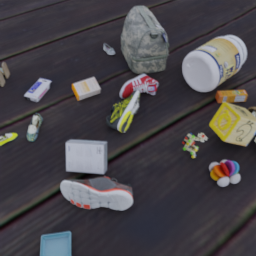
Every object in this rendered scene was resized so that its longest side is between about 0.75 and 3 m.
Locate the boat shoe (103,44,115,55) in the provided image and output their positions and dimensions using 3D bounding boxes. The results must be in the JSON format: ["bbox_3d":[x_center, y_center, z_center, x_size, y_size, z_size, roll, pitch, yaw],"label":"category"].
[{"bbox_3d":[-0.890,-3.629,12.965,0.298,0.259,0.808,-26,51,-22],"label":"boat shoe"}]

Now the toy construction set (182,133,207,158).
[{"bbox_3d":[2.025,0.488,8.704,0.612,0.934,0.430,42,47,17],"label":"toy construction set"}]

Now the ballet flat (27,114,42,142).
[{"bbox_3d":[-3.251,-0.055,9.625,0.415,0.415,1.119,0,48,0],"label":"ballet flat"}]

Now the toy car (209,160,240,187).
[{"bbox_3d":[2.871,1.240,8.227,0.870,0.652,0.761,-10,47,-16],"label":"toy car"}]

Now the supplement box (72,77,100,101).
[{"bbox_3d":[-1.629,-1.515,10.870,0.951,0.350,0.599,-22,71,-19],"label":"supplement box"}]

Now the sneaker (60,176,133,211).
[{"bbox_3d":[-0.849,1.748,7.869,2.046,0.788,0.838,11,29,4],"label":"sneaker"}]

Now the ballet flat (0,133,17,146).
[{"bbox_3d":[-4.085,0.353,9.316,0.783,0.263,0.262,-33,47,-27],"label":"ballet flat"}]

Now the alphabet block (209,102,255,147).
[{"bbox_3d":[3.411,-0.114,8.960,1.003,0.979,0.984,11,29,-27],"label":"alphabet block"}]

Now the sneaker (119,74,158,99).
[{"bbox_3d":[0.482,-1.502,10.807,0.926,0.586,1.646,31,52,29],"label":"sneaker"}]

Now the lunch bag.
[{"bbox_3d":[0.702,-3.748,11.854,1.703,2.050,2.445,-11,48,-10],"label":"lunch bag"}]

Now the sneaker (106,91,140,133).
[{"bbox_3d":[-0.158,-0.718,9.992,0.828,0.728,1.956,16,50,14],"label":"sneaker"}]

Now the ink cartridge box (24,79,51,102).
[{"bbox_3d":[-3.536,-1.505,11.067,0.552,0.216,1.165,15,52,14],"label":"ink cartridge box"}]

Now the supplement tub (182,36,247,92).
[{"bbox_3d":[3.436,-2.589,11.068,2.286,1.651,1.651,-34,56,-27],"label":"supplement tub"}]

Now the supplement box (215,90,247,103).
[{"bbox_3d":[3.931,-1.199,10.670,1.087,0.374,0.362,-2,44,-4],"label":"supplement box"}]

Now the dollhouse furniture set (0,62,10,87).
[{"bbox_3d":[-5.839,-2.119,10.964,1.552,1.176,1.771,2,48,2],"label":"dollhouse furniture set"}]

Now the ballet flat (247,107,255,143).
[{"bbox_3d":[4.397,0.154,9.043,0.837,0.785,2.315,13,48,-18],"label":"ballet flat"}]

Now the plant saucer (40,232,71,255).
[{"bbox_3d":[-1.681,3.526,6.479,0.752,0.204,2.152,-6,47,-5],"label":"plant saucer"}]

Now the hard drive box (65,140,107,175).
[{"bbox_3d":[-1.233,0.852,8.327,1.163,0.906,0.447,4,11,8],"label":"hard drive box"}]
